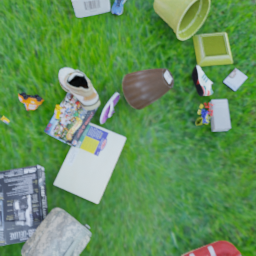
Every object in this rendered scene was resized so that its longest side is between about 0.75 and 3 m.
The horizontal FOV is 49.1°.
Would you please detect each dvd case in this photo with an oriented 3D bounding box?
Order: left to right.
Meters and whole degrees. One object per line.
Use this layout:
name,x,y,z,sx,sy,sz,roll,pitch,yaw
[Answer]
dvd case,4.090,-1.844,10.741,0.587,0.072,0.822,42,79,10

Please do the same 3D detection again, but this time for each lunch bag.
lunch bag,-2.006,3.420,8.061,1.264,1.521,1.814,49,64,-20

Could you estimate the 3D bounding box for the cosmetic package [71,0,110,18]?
cosmetic package,-1.755,-6.141,11.416,1.494,1.088,2.939,-11,73,-3

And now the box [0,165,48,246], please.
box,-4.200,2.621,9.163,2.950,0.734,2.327,-10,75,-3

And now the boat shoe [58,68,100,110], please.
boat shoe,-1.783,-1.608,9.840,0.903,0.827,2.417,-33,51,-20

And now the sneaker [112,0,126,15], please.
sneaker,-0.387,-5.140,11.413,0.458,0.520,1.166,15,76,4

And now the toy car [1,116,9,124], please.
toy car,-4.249,0.117,9.145,0.335,0.493,1.006,39,118,-23

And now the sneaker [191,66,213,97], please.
sneaker,2.832,-1.766,10.596,0.589,0.443,1.259,-4,70,-22

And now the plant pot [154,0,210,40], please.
plant pot,1.926,-4.589,10.781,1.770,1.770,1.627,-41,67,-10

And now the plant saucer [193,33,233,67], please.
plant saucer,3.345,-3.151,10.961,1.398,0.335,1.396,-5,75,-2

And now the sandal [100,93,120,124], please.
sandal,-0.612,-0.701,10.155,0.320,0.530,1.303,25,77,18

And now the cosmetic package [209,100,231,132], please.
cosmetic package,3.308,-0.444,10.156,0.592,0.500,1.109,0,78,0

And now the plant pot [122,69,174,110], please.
plant pot,0.781,-1.479,9.654,1.458,1.363,1.363,-18,70,38

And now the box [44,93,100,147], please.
box,-1.988,-0.386,10.007,1.271,0.351,1.862,22,75,25

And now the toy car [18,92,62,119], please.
toy car,-3.179,-0.721,9.849,1.833,0.899,0.610,28,108,38

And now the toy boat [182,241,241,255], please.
toy boat,2.459,4.417,8.255,2.368,1.548,1.545,-20,76,-5

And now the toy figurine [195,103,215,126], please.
toy figurine,2.817,-0.329,10.046,0.543,0.617,1.029,3,55,34

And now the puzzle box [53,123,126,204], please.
puzzle box,-1.290,1.163,9.786,1.658,0.317,2.492,23,76,6
